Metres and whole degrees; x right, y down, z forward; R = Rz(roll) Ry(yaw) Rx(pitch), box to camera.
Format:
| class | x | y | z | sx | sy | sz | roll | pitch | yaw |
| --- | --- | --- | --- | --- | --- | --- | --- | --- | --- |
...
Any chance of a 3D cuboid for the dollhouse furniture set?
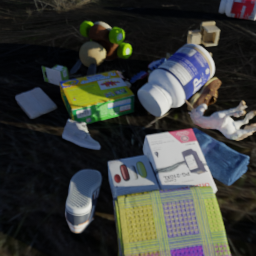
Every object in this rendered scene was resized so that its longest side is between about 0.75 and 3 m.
| class | x | y | z | sx | sy | sz | roll | pitch | yaw |
| --- | --- | --- | --- | --- | --- | --- | --- | --- | --- |
| dollhouse furniture set | 2.224 | -3.440 | 12.569 | 2.870 | 2.538 | 1.596 | -7 | 41 | -8 |

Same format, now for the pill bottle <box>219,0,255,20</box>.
| class | x | y | z | sx | sy | sz | roll | pitch | yaw |
| --- | --- | --- | --- | --- | --- | --- | --- | --- | --- |
| pill bottle | 7.470 | -8.122 | 18.813 | 2.455 | 1.378 | 1.378 | 16 | 44 | 17 |

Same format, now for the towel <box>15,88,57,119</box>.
| class | x | y | z | sx | sy | sz | roll | pitch | yaw |
| --- | --- | --- | --- | --- | --- | --- | --- | --- | --- |
| towel | -3.839 | -1.066 | 11.559 | 1.168 | 0.304 | 1.762 | -29 | 49 | -28 |

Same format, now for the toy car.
| class | x | y | z | sx | sy | sz | roll | pitch | yaw |
| --- | --- | --- | --- | --- | --- | --- | --- | --- | --- |
| toy car | -1.575 | -3.519 | 13.681 | 2.223 | 2.135 | 2.707 | 22 | 74 | 28 |

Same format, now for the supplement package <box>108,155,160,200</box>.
| class | x | y | z | sx | sy | sz | roll | pitch | yaw |
| --- | --- | --- | --- | --- | --- | --- | --- | --- | --- |
| supplement package | 0.120 | 1.612 | 8.010 | 1.203 | 0.925 | 1.258 | -10 | 43 | -11 |

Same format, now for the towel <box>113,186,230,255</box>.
| class | x | y | z | sx | sy | sz | roll | pitch | yaw |
| --- | --- | --- | --- | --- | --- | --- | --- | --- | --- |
| towel | 0.991 | 2.490 | 6.903 | 2.702 | 0.308 | 1.940 | -7 | 71 | -6 |

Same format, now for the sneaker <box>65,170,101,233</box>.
| class | x | y | z | sx | sy | sz | roll | pitch | yaw |
| --- | --- | --- | --- | --- | --- | --- | --- | --- | --- |
| sneaker | -1.270 | 1.955 | 7.773 | 0.868 | 0.878 | 2.212 | 8 | 19 | 3 |

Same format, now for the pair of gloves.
| class | x | y | z | sx | sy | sz | roll | pitch | yaw |
| --- | --- | --- | --- | --- | --- | --- | --- | --- | --- |
| pair of gloves | 0.875 | -2.562 | 12.648 | 1.783 | 0.203 | 1.433 | -38 | 17 | -6 |

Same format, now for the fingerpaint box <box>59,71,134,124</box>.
| class | x | y | z | sx | sy | sz | roll | pitch | yaw |
| --- | --- | --- | --- | --- | --- | --- | --- | --- | --- |
| fingerpaint box | -1.288 | -1.238 | 11.289 | 2.469 | 0.906 | 2.060 | -16 | 44 | -18 |

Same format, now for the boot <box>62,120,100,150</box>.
| class | x | y | z | sx | sy | sz | roll | pitch | yaw |
| --- | --- | --- | --- | --- | --- | --- | --- | --- | --- |
| boot | -1.579 | 0.198 | 9.650 | 1.549 | 0.740 | 0.570 | 18 | 7 | 22 |

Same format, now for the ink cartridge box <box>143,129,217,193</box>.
| class | x | y | z | sx | sy | sz | roll | pitch | yaw |
| --- | --- | --- | --- | --- | --- | --- | --- | --- | --- |
| ink cartridge box | 1.432 | 1.190 | 8.198 | 1.503 | 0.875 | 2.076 | -9 | 56 | -10 |

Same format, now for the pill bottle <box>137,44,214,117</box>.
| class | x | y | z | sx | sy | sz | roll | pitch | yaw |
| --- | --- | --- | --- | --- | --- | --- | --- | --- | --- |
| pill bottle | 1.840 | -1.834 | 11.095 | 2.912 | 1.743 | 1.743 | -42 | 54 | -17 |

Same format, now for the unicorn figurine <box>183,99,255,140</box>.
| class | x | y | z | sx | sy | sz | roll | pitch | yaw |
| --- | --- | --- | --- | --- | --- | --- | --- | --- | --- |
| unicorn figurine | 3.200 | -0.248 | 9.244 | 2.466 | 1.693 | 0.911 | 42 | 43 | -19 |

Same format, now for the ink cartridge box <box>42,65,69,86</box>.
| class | x | y | z | sx | sy | sz | roll | pitch | yaw |
| --- | --- | --- | --- | --- | --- | --- | --- | --- | --- |
| ink cartridge box | -3.295 | -2.413 | 12.701 | 1.114 | 0.824 | 0.422 | 19 | 44 | 20 |

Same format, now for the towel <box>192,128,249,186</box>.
| class | x | y | z | sx | sy | sz | roll | pitch | yaw |
| --- | --- | --- | --- | --- | --- | --- | --- | --- | --- |
| towel | 2.667 | 0.860 | 9.165 | 1.260 | 0.548 | 2.257 | -32 | 50 | -30 |

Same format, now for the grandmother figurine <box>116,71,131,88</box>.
| class | x | y | z | sx | sy | sz | roll | pitch | yaw |
| --- | --- | --- | --- | --- | --- | --- | --- | --- | --- |
| grandmother figurine | -0.272 | -2.184 | 12.788 | 0.753 | 0.376 | 1.242 | -15 | 43 | -24 |

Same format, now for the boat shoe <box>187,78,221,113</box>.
| class | x | y | z | sx | sy | sz | roll | pitch | yaw |
| --- | --- | --- | --- | --- | --- | --- | --- | --- | --- |
| boat shoe | 3.270 | -1.266 | 11.489 | 0.740 | 0.789 | 2.191 | 32 | 56 | 23 |
